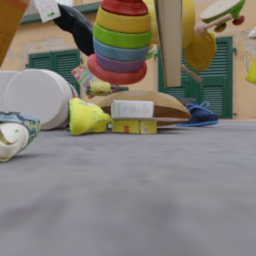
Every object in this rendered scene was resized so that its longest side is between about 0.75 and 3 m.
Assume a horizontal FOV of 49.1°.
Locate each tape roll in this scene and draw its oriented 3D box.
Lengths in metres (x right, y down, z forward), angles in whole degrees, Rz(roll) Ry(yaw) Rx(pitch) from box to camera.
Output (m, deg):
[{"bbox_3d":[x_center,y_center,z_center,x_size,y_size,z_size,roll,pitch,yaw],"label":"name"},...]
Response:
[{"bbox_3d":[-4.374,-1.046,11.002,2.842,1.951,2.842,1,2,0],"label":"tape roll"}]

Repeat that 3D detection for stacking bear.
[{"bbox_3d":[-0.120,-2.640,6.934,1.698,2.796,1.590,-2,37,-12],"label":"stacking bear"}]

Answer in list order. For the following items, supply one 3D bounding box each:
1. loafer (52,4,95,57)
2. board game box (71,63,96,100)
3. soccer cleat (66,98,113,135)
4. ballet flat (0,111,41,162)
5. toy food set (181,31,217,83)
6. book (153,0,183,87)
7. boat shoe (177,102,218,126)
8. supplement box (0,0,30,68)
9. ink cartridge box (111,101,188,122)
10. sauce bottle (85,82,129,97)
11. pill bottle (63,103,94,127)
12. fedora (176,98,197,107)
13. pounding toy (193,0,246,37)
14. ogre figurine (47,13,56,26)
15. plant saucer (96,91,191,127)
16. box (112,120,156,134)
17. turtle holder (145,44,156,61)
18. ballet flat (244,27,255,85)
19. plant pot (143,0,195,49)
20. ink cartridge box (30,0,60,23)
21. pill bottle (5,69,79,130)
[{"bbox_3d":[-1.381,-3.147,9.076,0.882,2.439,0.888,-30,-14,-46],"label":"loafer"},{"bbox_3d":[-1.904,-2.134,12.989,0.734,1.536,0.230,-34,14,-9],"label":"board game box"},{"bbox_3d":[-0.712,-0.206,5.502,0.850,0.657,2.033,5,2,-2],"label":"soccer cleat"},{"bbox_3d":[-0.974,0.098,1.838,0.397,0.397,1.069,1,4,38],"label":"ballet flat"},{"bbox_3d":[2.477,-2.538,9.430,0.582,1.781,1.048,-34,63,-31],"label":"toy food set"},{"bbox_3d":[1.112,-2.699,7.487,0.646,1.797,2.689,-4,-42,10],"label":"book"},{"bbox_3d":[2.400,-0.520,10.655,1.127,0.919,2.679,-1,2,-21],"label":"boat shoe"},{"bbox_3d":[-2.215,-1.799,4.891,0.544,0.563,1.636,24,-46,-27],"label":"supplement box"},{"bbox_3d":[0.358,-0.330,5.918,1.404,0.352,1.618,1,1,-5],"label":"ink cartridge box"},{"bbox_3d":[-0.867,-1.573,11.548,1.797,0.581,0.581,1,2,-11],"label":"sauce bottle"},{"bbox_3d":[-2.020,-0.487,9.553,1.685,0.939,0.939,0,2,4],"label":"pill bottle"},{"bbox_3d":[2.285,-0.861,14.737,2.784,1.272,2.784,-3,4,0],"label":"fedora"},{"bbox_3d":[2.700,-3.019,7.875,1.272,0.764,1.647,-4,40,48],"label":"pounding toy"},{"bbox_3d":[-2.731,-4.039,10.220,0.608,0.497,1.014,33,34,3],"label":"ogre figurine"},{"bbox_3d":[0.329,-0.515,7.909,2.831,0.501,2.831,2,-11,0],"label":"plant saucer"},{"bbox_3d":[0.093,-0.030,5.753,0.406,0.270,1.079,-2,3,-35],"label":"box"},{"bbox_3d":[0.258,-3.690,12.168,1.472,1.376,1.938,-37,52,-18],"label":"turtle holder"},{"bbox_3d":[3.362,-2.096,7.122,0.671,2.002,0.669,17,21,36],"label":"ballet flat"},{"bbox_3d":[0.998,-3.503,9.163,1.785,1.898,1.898,-8,3,-10],"label":"plant pot"},{"bbox_3d":[-2.569,-3.794,8.336,0.269,1.136,0.910,-1,32,30],"label":"ink cartridge box"},{"bbox_3d":[-2.207,-0.726,7.642,1.534,1.534,2.694,0,2,-4],"label":"pill bottle"}]
